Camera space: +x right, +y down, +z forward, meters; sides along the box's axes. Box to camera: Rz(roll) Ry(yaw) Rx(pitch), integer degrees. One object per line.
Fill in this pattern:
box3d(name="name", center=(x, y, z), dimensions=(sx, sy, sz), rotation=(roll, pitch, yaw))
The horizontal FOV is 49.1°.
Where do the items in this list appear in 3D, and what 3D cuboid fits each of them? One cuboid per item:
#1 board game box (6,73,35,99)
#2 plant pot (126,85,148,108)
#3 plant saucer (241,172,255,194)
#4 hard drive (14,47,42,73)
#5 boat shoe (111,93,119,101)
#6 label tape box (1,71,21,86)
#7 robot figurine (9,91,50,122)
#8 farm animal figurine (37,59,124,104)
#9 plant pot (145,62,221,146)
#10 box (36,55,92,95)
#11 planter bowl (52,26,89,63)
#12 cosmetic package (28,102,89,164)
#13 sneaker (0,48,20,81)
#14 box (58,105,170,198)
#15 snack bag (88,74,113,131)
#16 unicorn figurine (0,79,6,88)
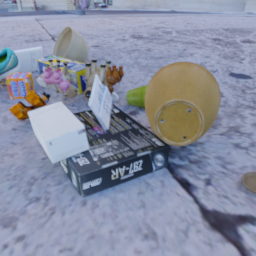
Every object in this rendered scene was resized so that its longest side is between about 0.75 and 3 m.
box3d(name="board game box", center=(-4.192, -1.653, 10.958), dimensions=(0.805, 0.805, 0.805), rotation=(-2, 28, -4))
box3d(name="plant pot", center=(0.397, -1.100, 10.039), dimensions=(0.818, 0.850, 0.850), rotation=(-1, 26, 24))
box3d(name="plant saucer", center=(2.931, 1.251, 6.218), dimensions=(0.796, 0.117, 0.796), rotation=(0, 27, 0))
box3d(name="hard drive", center=(-5.010, -3.182, 13.407), dimensions=(1.829, 1.207, 0.232), rotation=(-23, 52, -35))
box3d(name="boat shoe", center=(-0.592, -1.264, 10.807), dimensions=(0.292, 0.297, 0.837), rotation=(-26, 31, -35))
box3d(name="label tape box", center=(-5.571, -2.257, 12.456), dimensions=(1.424, 0.471, 1.020), rotation=(-20, 34, -33))
box3d(name="robot figurine", center=(-2.890, -0.597, 8.471), dimensions=(1.238, 0.497, 1.708), rotation=(-41, -2, -3))
box3d(name="farm animal figurine", center=(-1.752, -1.572, 10.081), dimensions=(2.910, 1.463, 2.350), rotation=(-7, 26, -24))
box3d(name="plant pot", center=(1.292, -0.446, 6.811), dimensions=(2.073, 2.073, 2.225), rotation=(5, 20, 10))
box3d(name="box", center=(-2.726, -2.340, 12.009), dimensions=(2.860, 1.002, 0.920), rotation=(23, 39, 37))
box3d(name="planter bowl", center=(-2.888, -4.057, 14.621), dimensions=(1.328, 1.974, 1.974), rotation=(19, 12, -39))
box3d(name="cosmetic package", center=(-1.659, 0.044, 6.541), dimensions=(0.916, 0.659, 1.623), rotation=(-21, 35, -21))
box3d(name="sneaker", center=(-5.616, -2.251, 11.061), dimensions=(1.046, 1.075, 2.700), rotation=(43, 72, 15))
box3d(name="box", center=(-0.711, 0.364, 7.321), dimensions=(2.334, 0.634, 2.914), rotation=(-16, 32, -27))
box3d(name="snack bag", center=(-0.659, -0.653, 7.025), dimensions=(0.120, 1.117, 1.053), rotation=(-5, 54, 18))
box3d(name="unicorn figurine", center=(-6.179, -2.706, 11.847), dimensions=(2.794, 1.032, 1.919), rotation=(12, 64, -13))
